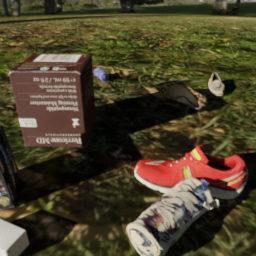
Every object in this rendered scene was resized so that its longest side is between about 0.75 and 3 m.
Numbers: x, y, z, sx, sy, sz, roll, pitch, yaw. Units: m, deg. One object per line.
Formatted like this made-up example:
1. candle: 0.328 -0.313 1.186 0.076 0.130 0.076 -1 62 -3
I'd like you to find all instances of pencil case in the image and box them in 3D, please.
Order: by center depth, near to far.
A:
1. pencil case: 1.006 1.969 6.192 1.039 0.904 2.323 7 25 44
2. pencil case: -1.523 -3.047 16.017 0.546 0.490 1.256 -24 36 -17

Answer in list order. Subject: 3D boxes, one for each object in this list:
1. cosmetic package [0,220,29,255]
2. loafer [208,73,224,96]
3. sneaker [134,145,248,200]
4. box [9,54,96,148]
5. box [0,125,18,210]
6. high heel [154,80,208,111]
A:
1. cosmetic package: -2.742 2.348 5.951 1.090 0.462 0.586 14 32 23
2. loafer: 4.503 -2.262 14.403 0.721 0.631 2.006 3 28 5
3. sneaker: 1.660 1.026 7.572 2.971 1.262 1.144 3 28 6
4. box: -2.438 -1.018 9.860 2.247 2.708 2.224 0 28 2
5. box: -3.295 0.979 7.292 0.402 1.618 1.605 -13 30 -13
6. high heel: 2.314 -1.479 12.562 2.569 0.917 1.831 15 24 9
